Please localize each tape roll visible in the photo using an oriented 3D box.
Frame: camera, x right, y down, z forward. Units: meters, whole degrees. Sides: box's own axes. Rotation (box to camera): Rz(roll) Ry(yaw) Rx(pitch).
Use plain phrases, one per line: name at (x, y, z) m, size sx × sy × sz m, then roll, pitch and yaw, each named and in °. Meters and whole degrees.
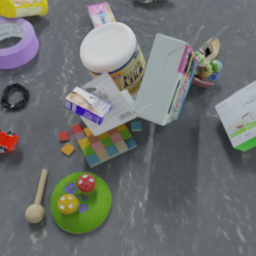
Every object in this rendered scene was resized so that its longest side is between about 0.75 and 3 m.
tape roll at (-5.083, -3.615, 11.844) m, size 2.353 × 0.772 × 2.353 m, roll 0°, pitch 59°, yaw 1°

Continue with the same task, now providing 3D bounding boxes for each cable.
cable at (-4.289, -1.232, 10.696) m, size 0.989 × 0.308 × 1.212 m, roll 6°, pitch 59°, yaw 4°

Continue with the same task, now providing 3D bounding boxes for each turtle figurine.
turtle figurine at (2.218, -2.622, 10.533) m, size 2.447 × 2.524 × 1.816 m, roll -20°, pitch 45°, yaw -3°

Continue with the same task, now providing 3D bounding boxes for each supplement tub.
supplement tub at (-0.331, -2.068, 9.623) m, size 1.843 × 2.553 × 1.843 m, roll -8°, pitch 64°, yaw 16°

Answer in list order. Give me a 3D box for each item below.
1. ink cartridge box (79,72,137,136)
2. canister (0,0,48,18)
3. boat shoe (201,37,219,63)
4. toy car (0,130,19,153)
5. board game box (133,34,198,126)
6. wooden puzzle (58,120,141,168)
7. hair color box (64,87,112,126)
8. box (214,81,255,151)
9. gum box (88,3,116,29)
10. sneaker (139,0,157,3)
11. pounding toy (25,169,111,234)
ink cartridge box at (-0.805, -0.742, 8.848) m, size 1.638 × 1.887 × 0.411 m, roll 56°, pitch 35°, yaw -15°
canister at (-4.750, -5.417, 12.408) m, size 1.393 × 0.812 × 1.875 m, roll 24°, pitch 36°, yaw 23°
boat shoe at (3.359, -3.224, 11.691) m, size 0.691 × 0.622 × 1.916 m, roll 29°, pitch 63°, yaw 16°
toy car at (-5.259, 0.058, 9.754) m, size 2.786 × 0.621 × 2.622 m, roll -15°, pitch 60°, yaw -9°
board game box at (1.238, -1.337, 8.506) m, size 0.953 × 2.965 × 2.187 m, roll 21°, pitch 101°, yaw 14°
wooden puzzle at (-0.905, 0.292, 9.840) m, size 2.976 × 0.209 × 1.765 m, roll -25°, pitch 62°, yaw -14°
hair color box at (-1.189, -0.650, 8.323) m, size 1.233 × 0.400 × 0.674 m, roll 26°, pitch 46°, yaw 6°
box at (4.113, -0.436, 9.191) m, size 0.923 × 1.910 × 1.685 m, roll 17°, pitch 47°, yaw -43°
gum box at (-1.183, -4.993, 12.790) m, size 0.920 × 0.536 × 1.621 m, roll -17°, pitch 61°, yaw -8°
sneaker at (1.168, -6.399, 13.553) m, size 2.051 × 0.760 × 0.908 m, roll 4°, pitch 59°, yaw 14°
pounding toy at (-1.742, 2.003, 8.287) m, size 2.434 × 1.130 × 1.879 m, roll 7°, pitch 59°, yaw 3°
